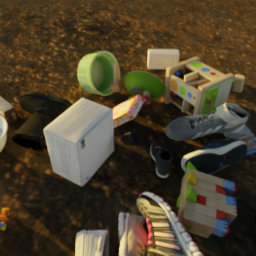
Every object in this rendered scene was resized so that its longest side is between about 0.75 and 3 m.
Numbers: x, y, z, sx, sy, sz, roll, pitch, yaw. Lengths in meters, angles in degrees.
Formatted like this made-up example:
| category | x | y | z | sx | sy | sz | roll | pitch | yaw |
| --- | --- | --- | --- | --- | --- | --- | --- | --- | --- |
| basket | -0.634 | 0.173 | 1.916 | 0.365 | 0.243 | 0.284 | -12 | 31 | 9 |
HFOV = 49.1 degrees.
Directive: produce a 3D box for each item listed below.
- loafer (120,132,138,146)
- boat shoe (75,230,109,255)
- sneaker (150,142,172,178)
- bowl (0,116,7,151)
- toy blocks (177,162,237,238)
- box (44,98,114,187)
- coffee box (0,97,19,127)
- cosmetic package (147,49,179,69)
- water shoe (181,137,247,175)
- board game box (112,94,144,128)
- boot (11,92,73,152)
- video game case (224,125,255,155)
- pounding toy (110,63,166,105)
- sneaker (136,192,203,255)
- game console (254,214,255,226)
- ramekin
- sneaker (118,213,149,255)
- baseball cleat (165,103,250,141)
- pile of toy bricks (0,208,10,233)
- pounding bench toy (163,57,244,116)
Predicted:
| category | x | y | z | sx | sy | sz | roll | pitch | yaw |
| --- | --- | --- | --- | --- | --- | --- | --- | --- | --- |
| loafer | 0.033 | 0.382 | 9.889 | 0.470 | 1.316 | 0.480 | -8 | 78 | 12 |
| boat shoe | -0.722 | 3.485 | 6.321 | 0.878 | 0.967 | 2.630 | -12 | 45 | 0 |
| sneaker | 1.151 | 0.851 | 9.506 | 0.560 | 0.785 | 1.583 | 4 | 38 | -10 |
| bowl | -5.277 | 0.542 | 9.719 | 2.363 | 1.062 | 2.363 | -1 | 42 | 0 |
| toy blocks | 2.310 | 2.197 | 7.977 | 1.581 | 1.156 | 2.312 | 18 | 42 | 3 |
| box | -1.491 | 0.440 | 9.144 | 1.280 | 1.948 | 1.958 | 22 | 45 | 21 |
| coffee box | -5.080 | -0.706 | 11.404 | 1.282 | 0.725 | 0.512 | 31 | 50 | 29 |
| cosmetic package | 1.804 | -3.557 | 14.551 | 1.573 | 0.888 | 0.638 | 3 | 41 | 1 |
| water shoe | 2.818 | 0.957 | 9.594 | 2.502 | 0.894 | 0.987 | -11 | 20 | -17 |
| board game box | -0.194 | -0.575 | 10.842 | 1.547 | 0.358 | 1.172 | -26 | 24 | 39 |
| boot | -3.615 | -0.261 | 10.763 | 2.724 | 1.008 | 2.233 | 10 | 51 | 23 |
| video game case | 4.253 | 0.465 | 10.369 | 0.926 | 0.115 | 1.294 | -17 | 41 | 0 |
| pounding toy | 0.316 | -1.499 | 11.735 | 2.359 | 1.821 | 1.095 | 19 | 68 | 0 |
| sneaker | 0.775 | 2.749 | 6.707 | 1.193 | 1.006 | 2.726 | -26 | 49 | -15 |
| game console | 4.688 | 2.904 | 7.627 | 1.336 | 0.273 | 2.265 | -29 | 49 | -28 |
| ramekin | -1.333 | -2.398 | 12.449 | 0.941 | 1.927 | 1.927 | 7 | 38 | 37 |
| sneaker | 0.250 | 3.107 | 6.939 | 0.960 | 0.875 | 2.342 | -2 | 41 | -3 |
| baseball cleat | 2.855 | -0.306 | 10.145 | 2.978 | 1.585 | 1.038 | -9 | 60 | -6 |
| pile of toy bricks | -3.739 | 2.633 | 7.691 | 0.663 | 0.590 | 1.195 | 1 | 41 | 1 |
| pounding bench toy | 3.193 | -1.842 | 11.915 | 2.833 | 1.760 | 2.210 | -24 | 46 | -25 |
